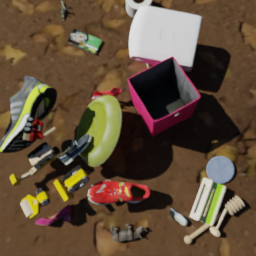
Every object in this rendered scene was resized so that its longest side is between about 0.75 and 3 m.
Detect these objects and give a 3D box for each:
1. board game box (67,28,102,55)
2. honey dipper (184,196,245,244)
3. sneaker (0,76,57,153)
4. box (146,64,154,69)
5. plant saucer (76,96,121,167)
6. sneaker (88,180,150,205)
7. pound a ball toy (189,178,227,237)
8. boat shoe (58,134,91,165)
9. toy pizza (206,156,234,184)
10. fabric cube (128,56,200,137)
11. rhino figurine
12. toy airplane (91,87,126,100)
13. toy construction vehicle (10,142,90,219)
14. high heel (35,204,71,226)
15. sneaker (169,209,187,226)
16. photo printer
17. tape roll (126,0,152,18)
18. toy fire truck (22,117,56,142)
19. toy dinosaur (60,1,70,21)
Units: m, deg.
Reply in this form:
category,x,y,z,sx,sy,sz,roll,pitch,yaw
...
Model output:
category,x,y,z,sx,sy,sz,roll,pitch,yaw
board game box,-1.795,-3.577,11.617,1.295,0.152,0.678,25,79,4
honey dipper,3.117,3.435,10.262,2.558,0.486,0.486,-36,82,-4
sneaker,-3.450,-0.383,9.244,1.180,1.077,2.916,43,106,25
box,1.399,-2.722,11.138,1.305,0.796,1.256,-17,82,-2
plant saucer,-1.169,0.045,9.815,0.403,2.594,2.594,17,78,-35
sneaker,-0.255,2.144,9.546,2.214,0.940,0.853,3,71,-24
pound a ball toy,2.991,2.890,10.298,1.167,0.761,1.790,25,82,-19
boat shoe,-1.796,0.661,9.396,1.344,0.503,0.416,-42,113,15
toy pizza,3.504,1.597,10.682,1.038,0.165,1.038,0,89,3
fabric cube,1.202,-1.023,9.897,1.785,1.813,1.819,-28,73,-6
rhino figurine,0.030,3.838,10.209,1.356,0.406,0.593,-6,95,-2
toy airplane,-0.758,-1.296,10.544,1.393,1.393,0.256,-15,80,-3
toy construction vehicle,-2.718,1.769,9.704,2.439,0.859,2.124,-39,71,-1
high heel,-2.745,3.189,10.276,1.299,0.438,0.623,-5,90,-6
sneaker,1.850,3.298,10.407,0.802,0.291,0.288,39,121,16
photo printer,1.275,-3.285,10.258,2.453,0.852,2.040,12,91,0
tape roll,0.431,-5.172,11.582,1.074,0.738,1.074,0,80,0
toy fire truck,-2.640,0.048,8.373,0.881,0.776,0.567,12,124,-16
toy dinosaur,-2.671,-5.011,11.832,0.416,0.224,0.944,-5,77,6
